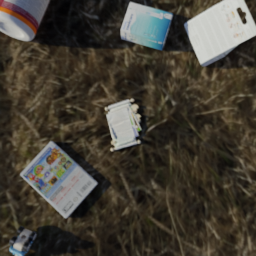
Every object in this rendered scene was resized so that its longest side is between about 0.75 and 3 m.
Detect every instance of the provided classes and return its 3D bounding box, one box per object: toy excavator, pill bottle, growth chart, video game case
[{"bbox_3d":[-3.457,3.945,8.917,0.597,1.196,1.163,20,37,5],"label":"toy excavator"},{"bbox_3d":[-3.576,-4.684,9.843,1.569,1.569,2.864,19,81,3],"label":"pill bottle"},{"bbox_3d":[-0.140,-0.123,9.799,1.238,0.152,1.711,-10,80,-2],"label":"growth chart"},{"bbox_3d":[-2.336,1.725,9.467,2.156,0.194,1.544,41,83,6],"label":"video game case"}]

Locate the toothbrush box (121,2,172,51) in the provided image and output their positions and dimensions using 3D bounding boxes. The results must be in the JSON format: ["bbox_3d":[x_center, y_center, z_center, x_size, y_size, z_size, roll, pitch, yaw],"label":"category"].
[{"bbox_3d":[0.652,-3.655,10.117,1.607,0.685,1.176,16,81,3],"label":"toothbrush box"}]

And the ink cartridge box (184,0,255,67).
[{"bbox_3d":[3.175,-3.348,9.686,2.054,0.586,1.669,-24,79,25],"label":"ink cartridge box"}]
